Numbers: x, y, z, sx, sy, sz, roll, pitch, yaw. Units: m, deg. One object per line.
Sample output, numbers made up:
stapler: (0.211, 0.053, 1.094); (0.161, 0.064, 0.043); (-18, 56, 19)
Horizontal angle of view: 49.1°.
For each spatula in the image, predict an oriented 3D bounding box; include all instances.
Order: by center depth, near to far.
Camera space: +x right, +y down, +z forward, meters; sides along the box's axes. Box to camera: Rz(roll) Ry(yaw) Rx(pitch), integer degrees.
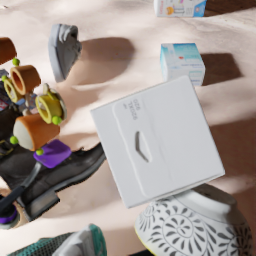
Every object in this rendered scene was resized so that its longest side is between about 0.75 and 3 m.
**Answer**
spatula: (-1.788, 0.930, 4.980); (0.544, 0.198, 1.927); (28, 63, 24)

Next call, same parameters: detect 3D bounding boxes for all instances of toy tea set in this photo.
toy tea set: (-2.036, -0.580, 5.001); (0.843, 1.354, 2.277); (-30, 68, -33)

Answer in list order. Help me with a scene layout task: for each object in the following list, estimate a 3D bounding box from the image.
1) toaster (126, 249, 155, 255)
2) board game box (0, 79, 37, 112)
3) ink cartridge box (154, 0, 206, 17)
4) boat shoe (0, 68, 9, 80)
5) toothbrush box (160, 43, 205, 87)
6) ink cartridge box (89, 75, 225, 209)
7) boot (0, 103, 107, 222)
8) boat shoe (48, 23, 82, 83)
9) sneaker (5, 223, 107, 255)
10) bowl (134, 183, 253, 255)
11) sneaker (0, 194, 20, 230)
toaster: (0.697, 2.548, 3.783); (1.627, 1.068, 1.799); (-13, 46, -13)
board game box: (-3.235, -0.577, 7.129); (1.396, 0.431, 1.396); (30, 65, 21)
ink cartridge box: (2.137, -5.629, 11.719); (2.006, 1.477, 1.451); (0, 45, 1)
boat shoe: (-3.991, -1.563, 8.369); (0.273, 0.307, 0.835); (50, 40, 2)
toothbrush box: (1.613, -1.958, 8.617); (1.121, 0.653, 1.531); (-1, 46, 0)
ink cartridge box: (0.457, 0.191, 4.830); (1.505, 2.081, 1.532); (-21, 90, 4)
boot: (-1.706, 0.347, 5.549); (2.468, 0.854, 2.148); (-37, 83, -28)
boat shoe: (-1.935, -2.512, 8.823); (0.936, 1.054, 2.865); (-8, 51, -3)
sneaker: (-1.418, 2.195, 3.533); (1.313, 1.117, 2.879); (-11, 0, 25)
bowl: (1.130, 1.394, 4.373); (1.911, 0.897, 1.911); (16, 8, -2)
sneaker: (-2.788, 1.332, 5.210); (1.564, 0.778, 0.544); (12, 46, 11)
